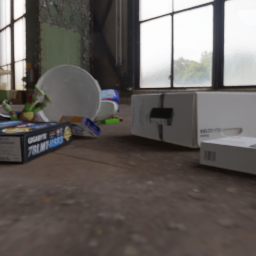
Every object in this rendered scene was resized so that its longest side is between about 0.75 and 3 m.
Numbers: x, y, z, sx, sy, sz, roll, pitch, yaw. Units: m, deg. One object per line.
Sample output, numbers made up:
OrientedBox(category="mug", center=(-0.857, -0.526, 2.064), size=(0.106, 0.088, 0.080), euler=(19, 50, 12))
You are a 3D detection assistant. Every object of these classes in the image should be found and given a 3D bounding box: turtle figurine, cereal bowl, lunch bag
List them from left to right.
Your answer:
OrientedBox(category="turtle figurine", center=(-3.237, -0.634, 8.606), size=(1.566, 1.162, 1.615), euler=(-43, 30, -3))
OrientedBox(category="cereal bowl", center=(-2.002, -0.953, 9.407), size=(2.150, 2.150, 0.895), euler=(-1, -1, -8))
OrientedBox(category="lunch bag", center=(-1.551, -1.280, 14.226), size=(2.121, 1.325, 2.818), euler=(-9, 4, -3))

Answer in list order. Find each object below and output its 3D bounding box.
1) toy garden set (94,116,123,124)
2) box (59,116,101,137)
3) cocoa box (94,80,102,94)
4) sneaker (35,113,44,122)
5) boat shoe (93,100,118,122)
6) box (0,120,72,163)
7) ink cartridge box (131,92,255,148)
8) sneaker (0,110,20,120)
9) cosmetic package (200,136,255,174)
OrientedBox(category="toy garden set", center=(-1.213, -0.499, 13.210), size=(1.992, 0.398, 1.661), euler=(5, 8, 39))
OrientedBox(category="box", center=(-1.326, -0.048, 7.970), size=(1.211, 0.251, 0.721), euler=(7, -28, 43))
OrientedBox(category="cocoa box", center=(-1.897, -1.778, 13.195), size=(1.041, 0.694, 0.683), euler=(-25, 25, -12))
OrientedBox(category="sneaker", center=(-3.573, -0.540, 11.175), size=(1.564, 0.994, 2.742), euler=(-20, 6, -26))
OrientedBox(category="boat shoe", center=(-1.618, -0.672, 11.681), size=(2.360, 0.882, 0.807), euler=(-11, -8, 12))
OrientedBox(category="box", center=(-2.629, 0.203, 5.937), size=(2.236, 0.560, 2.253), euler=(3, 8, 10))
OrientedBox(category="ink cartridge box", center=(1.668, -0.316, 7.544), size=(2.143, 1.244, 2.970), euler=(-3, 7, -26))
OrientedBox(category="sneaker", center=(-4.790, -0.390, 11.014), size=(1.455, 0.553, 1.051), euler=(8, 15, -15))
OrientedBox(category="cosmetic package", center=(2.194, 0.437, 4.515), size=(1.231, 0.422, 1.633), euler=(-2, 6, -45))
